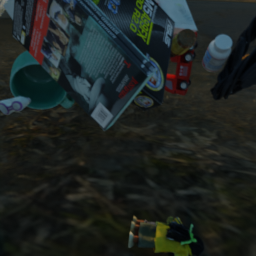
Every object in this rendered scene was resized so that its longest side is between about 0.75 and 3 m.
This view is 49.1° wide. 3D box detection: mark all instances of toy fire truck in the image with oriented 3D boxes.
[{"bbox_3d":[1.102,-2.310,8.308,1.766,2.505,0.611,13,24,18],"label":"toy fire truck"}]

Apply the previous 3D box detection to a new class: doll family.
[{"bbox_3d":[0.643,2.223,4.532,1.380,0.937,2.388,8,36,6],"label":"doll family"}]

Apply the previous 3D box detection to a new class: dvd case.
[{"bbox_3d":[-0.682,-0.973,3.461,1.948,1.422,0.214,47,55,3],"label":"dvd case"}]

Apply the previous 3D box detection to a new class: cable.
[{"bbox_3d":[2.218,-1.385,5.341,0.523,2.057,1.679,25,56,-6],"label":"cable"}]

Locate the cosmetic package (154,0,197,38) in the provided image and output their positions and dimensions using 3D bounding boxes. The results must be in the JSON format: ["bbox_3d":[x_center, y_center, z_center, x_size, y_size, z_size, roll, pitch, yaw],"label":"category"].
[{"bbox_3d":[1.359,-3.493,9.017,1.254,0.773,1.258,-8,73,-33],"label":"cosmetic package"}]

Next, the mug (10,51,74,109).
[{"bbox_3d":[-1.898,-1.028,6.152,1.147,1.396,0.863,-13,45,-4],"label":"mug"}]

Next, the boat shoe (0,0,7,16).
[{"bbox_3d":[-3.788,-2.935,7.435,2.089,0.768,0.697,-30,-5,26],"label":"boat shoe"}]

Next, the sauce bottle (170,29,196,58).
[{"bbox_3d":[1.267,-2.065,7.023,0.471,0.471,1.426,-4,3,-8],"label":"sauce bottle"}]

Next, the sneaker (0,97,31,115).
[{"bbox_3d":[-2.277,-0.460,5.610,0.759,0.284,0.378,-2,27,27],"label":"sneaker"}]

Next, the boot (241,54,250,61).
[{"bbox_3d":[3.929,-2.178,9.413,0.903,0.444,1.261,-14,-7,20],"label":"boot"}]

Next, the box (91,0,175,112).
[{"bbox_3d":[0.050,-1.881,5.789,0.546,1.977,2.468,-20,47,44],"label":"box"}]

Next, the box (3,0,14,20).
[{"bbox_3d":[-1.493,-2.619,7.353,1.354,2.546,1.939,-18,22,41],"label":"box"}]

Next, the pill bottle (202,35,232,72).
[{"bbox_3d":[1.918,-1.596,6.026,0.467,0.858,0.467,0,72,0],"label":"pill bottle"}]
